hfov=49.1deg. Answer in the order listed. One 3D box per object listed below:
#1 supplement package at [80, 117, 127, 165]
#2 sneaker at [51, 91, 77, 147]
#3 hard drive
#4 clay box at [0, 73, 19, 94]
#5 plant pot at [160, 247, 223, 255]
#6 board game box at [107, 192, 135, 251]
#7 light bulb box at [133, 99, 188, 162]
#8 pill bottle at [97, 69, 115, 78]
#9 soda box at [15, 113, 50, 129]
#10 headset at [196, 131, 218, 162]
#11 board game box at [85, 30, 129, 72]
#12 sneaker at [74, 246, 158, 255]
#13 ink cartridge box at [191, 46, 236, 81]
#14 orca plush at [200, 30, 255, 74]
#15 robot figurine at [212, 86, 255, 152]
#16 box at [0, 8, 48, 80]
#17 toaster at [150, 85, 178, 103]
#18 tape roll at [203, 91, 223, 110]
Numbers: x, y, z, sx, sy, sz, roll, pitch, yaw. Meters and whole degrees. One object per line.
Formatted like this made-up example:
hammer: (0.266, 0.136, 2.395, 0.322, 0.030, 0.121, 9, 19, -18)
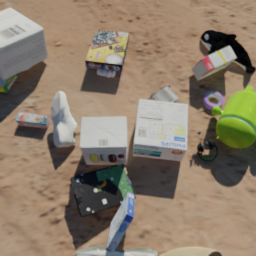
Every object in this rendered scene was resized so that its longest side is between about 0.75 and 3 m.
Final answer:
supplement package: (-0.820, 0.503, 10.135, 1.579, 1.652, 1.215, 0, 63, 0)
sneaker: (-2.405, -0.328, 10.834, 0.940, 0.799, 2.125, 0, 87, -39)
hard drive: (-0.867, 2.121, 9.701, 1.986, 0.376, 1.387, -13, 69, -22)
clay box: (-6.023, -2.344, 12.266, 2.048, 0.487, 1.177, 18, 64, 9)
plant pot: (1.468, 4.504, 7.878, 1.695, 2.524, 2.524, 2, 56, 41)
board game box: (-0.205, 2.879, 8.725, 0.286, 1.318, 1.312, 27, 105, -4)
light bulb box: (1.210, 0.100, 10.587, 1.917, 1.207, 1.934, 6, 63, 3)
pill bottle: (-0.969, -2.468, 12.380, 0.754, 0.410, 0.410, 15, 64, 8)
soda box: (-3.822, -0.289, 11.237, 1.229, 0.420, 0.391, 7, 63, 3)
headset: (2.894, 0.682, 10.486, 0.733, 0.558, 1.187, -22, 86, 17)
board game box: (-0.896, -3.548, 12.698, 1.609, 0.411, 2.375, 8, 52, 4)
sneaker: (-0.414, 4.233, 8.629, 2.598, 0.914, 1.041, 2, 77, 7)
ink cartridge box: (3.683, -2.772, 12.075, 1.537, 1.115, 0.641, -27, 84, -13)
orca plush: (4.558, -3.640, 12.617, 1.569, 1.060, 2.981, -25, 65, -13)
robot figurine: (4.335, -0.340, 10.667, 2.269, 1.496, 2.586, 29, 66, 13)
box: (-5.171, -3.639, 11.979, 2.386, 1.560, 2.374, 35, 53, 21)
toaster: (1.503, -1.169, 11.562, 1.220, 0.693, 0.788, -35, 71, -21)
tape roll: (3.581, -1.145, 11.777, 0.791, 0.259, 0.791, 0, 63, 1)
